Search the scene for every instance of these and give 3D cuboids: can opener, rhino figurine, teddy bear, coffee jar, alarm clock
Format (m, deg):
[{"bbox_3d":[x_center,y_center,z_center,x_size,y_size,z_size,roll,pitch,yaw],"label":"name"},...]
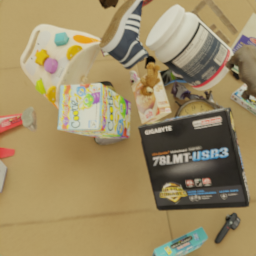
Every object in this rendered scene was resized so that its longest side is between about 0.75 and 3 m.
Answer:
[{"bbox_3d":[3.171,3.224,9.000,0.478,0.386,1.217,39,63,23],"label":"can opener"},{"bbox_3d":[3.624,-1.156,7.719,0.783,1.146,2.620,-19,69,-4],"label":"rhino figurine"},{"bbox_3d":[0.689,-1.436,8.433,0.346,0.751,1.036,24,85,38],"label":"teddy bear"},{"bbox_3d":[-0.959,-0.695,11.344,1.387,1.135,2.659,-14,55,-9],"label":"coffee jar"},{"bbox_3d":[2.770,0.071,10.637,1.800,0.889,2.669,-14,80,32],"label":"alarm clock"}]

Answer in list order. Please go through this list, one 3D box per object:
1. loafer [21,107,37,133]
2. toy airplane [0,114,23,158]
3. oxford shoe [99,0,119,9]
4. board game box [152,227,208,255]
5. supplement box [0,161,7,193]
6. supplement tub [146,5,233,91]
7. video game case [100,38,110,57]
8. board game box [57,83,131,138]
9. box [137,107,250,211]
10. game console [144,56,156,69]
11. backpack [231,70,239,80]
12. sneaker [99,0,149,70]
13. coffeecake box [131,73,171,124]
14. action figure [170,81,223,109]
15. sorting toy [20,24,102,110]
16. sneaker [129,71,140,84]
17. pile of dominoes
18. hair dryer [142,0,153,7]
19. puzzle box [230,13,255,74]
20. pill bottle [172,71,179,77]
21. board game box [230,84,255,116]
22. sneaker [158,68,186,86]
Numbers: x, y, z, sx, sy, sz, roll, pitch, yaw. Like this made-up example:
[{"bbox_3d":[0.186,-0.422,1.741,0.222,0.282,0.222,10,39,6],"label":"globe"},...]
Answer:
[{"bbox_3d":[-3.164,-0.255,9.056,0.457,0.399,1.270,-31,33,-1],"label":"loafer"},{"bbox_3d":[-5.259,0.305,11.024,2.674,0.492,2.674,4,51,-6],"label":"toy airplane"},{"bbox_3d":[-0.916,-5.186,11.304,0.622,0.722,1.712,26,23,28],"label":"oxford shoe"},{"bbox_3d":[1.485,3.553,8.277,1.551,1.171,0.364,-19,57,-14],"label":"board game box"},{"bbox_3d":[-5.489,1.651,9.740,2.014,1.041,1.019,-3,55,0],"label":"supplement box"},{"bbox_3d":[2.055,-2.620,9.394,2.552,1.791,1.791,33,53,-21],"label":"supplement tub"},{"bbox_3d":[-0.843,-3.464,11.822,0.749,0.148,0.827,-21,80,-17],"label":"video game case"},{"bbox_3d":[-0.830,-0.377,7.808,1.149,2.231,1.170,0,83,20],"label":"board game box"},{"bbox_3d":[1.563,0.833,6.884,2.300,2.283,0.572,-10,7,29],"label":"box"},{"bbox_3d":[0.775,-2.035,10.581,0.161,1.334,0.787,13,12,22],"label":"game console"},{"bbox_3d":[5.544,-2.964,13.153,1.295,0.995,1.056,-16,78,-29],"label":"backpack"},{"bbox_3d":[0.145,-3.111,9.206,0.931,1.441,2.656,-11,47,48],"label":"sneaker"},{"bbox_3d":[0.767,-0.998,9.593,0.529,1.111,1.447,-9,78,-33],"label":"coffeecake box"},{"bbox_3d":[2.941,-1.205,11.750,2.294,0.796,1.493,27,20,17],"label":"action figure"},{"bbox_3d":[-2.574,-2.235,9.450,2.580,1.531,2.866,36,105,25],"label":"sorting toy"},{"bbox_3d":[0.248,-2.296,12.971,0.401,0.370,0.910,-21,57,-17],"label":"sneaker"},{"bbox_3d":[3.052,-3.781,10.648,1.902,1.482,0.303,44,35,-11],"label":"pile of dominoes"},{"bbox_3d":[0.871,-4.559,9.990,0.412,1.517,1.155,44,75,-22],"label":"hair dryer"},{"bbox_3d":[4.812,-2.253,9.252,2.860,1.903,0.364,40,28,21],"label":"puzzle box"},{"bbox_3d":[2.029,-2.554,11.146,0.534,0.952,0.534,-4,53,5],"label":"pill bottle"},{"bbox_3d":[5.501,-1.171,12.204,1.078,0.295,1.707,-35,61,-22],"label":"board game box"},{"bbox_3d":[2.009,-2.528,12.725,2.492,1.033,0.884,-8,53,-6],"label":"sneaker"}]
